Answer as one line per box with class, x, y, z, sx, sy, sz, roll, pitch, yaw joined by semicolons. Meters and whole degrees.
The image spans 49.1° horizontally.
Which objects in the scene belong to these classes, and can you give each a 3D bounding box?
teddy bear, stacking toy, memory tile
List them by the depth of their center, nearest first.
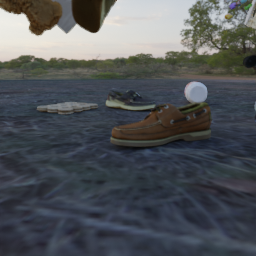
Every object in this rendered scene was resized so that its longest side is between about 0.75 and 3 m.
teddy bear;-1.836;-2.487;5.071;1.637;1.187;0.547;35;1;-6
stacking toy;3.072;-3.494;7.839;0.819;0.617;0.192;-27;53;6
memory tile;-2.192;-0.755;10.386;1.532;0.168;1.999;6;13;28

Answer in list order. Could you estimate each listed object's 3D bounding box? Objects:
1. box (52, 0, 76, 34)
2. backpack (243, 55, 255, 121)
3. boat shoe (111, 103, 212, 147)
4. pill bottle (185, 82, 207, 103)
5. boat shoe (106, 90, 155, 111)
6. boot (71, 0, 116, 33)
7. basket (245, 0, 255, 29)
box;-1.864;-4.077;9.032;1.316;1.127;1.309;-27;34;41
backpack;3.370;-0.321;3.601;2.602;2.104;2.732;-11;18;-11
boat shoe;0.703;-0.129;5.778;2.347;0.798;0.844;-7;14;-30
pill bottle;2.991;-1.563;12.355;0.926;0.926;1.651;2;11;8
boat shoe;0.034;-1.064;10.517;2.178;0.706;0.797;8;14;33
boot;-0.269;-2.898;4.805;0.796;1.701;2.188;28;-22;-1
basket;4.552;-3.440;8.610;1.423;0.965;0.878;3;34;-13
